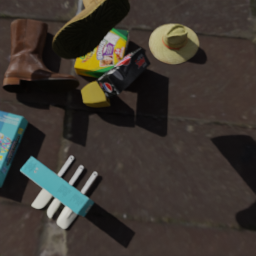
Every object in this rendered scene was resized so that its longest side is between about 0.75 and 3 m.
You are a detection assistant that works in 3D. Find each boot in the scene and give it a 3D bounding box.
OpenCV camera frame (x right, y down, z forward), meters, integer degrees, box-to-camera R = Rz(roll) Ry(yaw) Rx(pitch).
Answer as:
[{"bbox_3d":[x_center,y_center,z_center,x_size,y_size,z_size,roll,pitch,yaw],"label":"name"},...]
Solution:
[{"bbox_3d":[-2.873,-2.582,9.530,2.610,0.899,2.800,0,67,0],"label":"boot"},{"bbox_3d":[-0.818,-2.508,6.123,1.841,0.695,2.102,-30,38,12],"label":"boot"}]

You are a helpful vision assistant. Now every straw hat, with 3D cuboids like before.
[{"bbox_3d":[1.646,-3.161,9.731,1.792,0.759,1.792,0,72,0],"label":"straw hat"}]

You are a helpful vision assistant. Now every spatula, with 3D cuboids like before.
[{"bbox_3d":[-1.822,1.885,8.406,1.297,0.150,1.865,30,73,15],"label":"spatula"}]

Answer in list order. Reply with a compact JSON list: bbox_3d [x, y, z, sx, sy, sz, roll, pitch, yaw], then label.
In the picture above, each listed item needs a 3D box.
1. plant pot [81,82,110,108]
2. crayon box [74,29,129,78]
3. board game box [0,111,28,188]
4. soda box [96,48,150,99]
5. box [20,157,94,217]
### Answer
[{"bbox_3d":[-1.072,-1.045,9.026,0.757,0.736,0.740,-12,82,5],"label":"plant pot"},{"bbox_3d":[-0.875,-2.602,9.663,1.522,0.514,1.764,10,72,3],"label":"crayon box"},{"bbox_3d":[-4.331,0.525,8.628,1.661,0.516,2.200,15,72,5],"label":"board game box"},{"bbox_3d":[-0.106,-1.763,8.874,1.936,0.613,0.685,-49,115,-36],"label":"soda box"},{"bbox_3d":[-2.001,1.678,7.962,2.096,0.863,0.515,32,74,15],"label":"box"}]
